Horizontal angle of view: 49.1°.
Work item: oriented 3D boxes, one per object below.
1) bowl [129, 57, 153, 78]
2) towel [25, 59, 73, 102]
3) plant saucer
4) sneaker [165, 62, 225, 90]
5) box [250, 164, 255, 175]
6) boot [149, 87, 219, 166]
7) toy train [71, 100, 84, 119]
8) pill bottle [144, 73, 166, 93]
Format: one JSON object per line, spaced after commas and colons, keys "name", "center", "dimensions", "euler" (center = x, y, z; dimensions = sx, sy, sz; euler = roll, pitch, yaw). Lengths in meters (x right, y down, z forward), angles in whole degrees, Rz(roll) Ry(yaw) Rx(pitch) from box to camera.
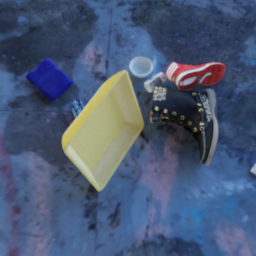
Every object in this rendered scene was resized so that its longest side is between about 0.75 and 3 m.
{"name": "bowl", "center": [0.498, -2.291, 10.927], "dimensions": [0.911, 0.410, 0.911], "euler": [0, 65, -1]}
{"name": "towel", "center": [-3.008, -1.821, 10.752], "dimensions": [1.581, 0.392, 1.168], "euler": [42, 78, 18]}
{"name": "plant saucer", "center": [-0.747, 0.121, 8.531], "dimensions": [0.701, 2.893, 2.892], "euler": [22, 65, 27]}
{"name": "sneaker", "center": [2.463, -2.223, 10.623], "dimensions": [2.371, 0.929, 1.369], "euler": [-14, 41, -30]}
{"name": "box", "center": [4.538, 1.329, 9.337], "dimensions": [0.561, 0.141, 0.777], "euler": [38, 71, 17]}
{"name": "boot", "center": [1.851, -0.211, 9.543], "dimensions": [2.238, 1.088, 2.973], "euler": [8, 61, 2]}
{"name": "toy train", "center": [-1.812, -0.622, 10.091], "dimensions": [0.356, 0.469, 0.820], "euler": [0, 49, -43]}
{"name": "pill bottle", "center": [1.036, -1.736, 10.635], "dimensions": [0.801, 0.453, 0.453], "euler": [-37, 70, -16]}
